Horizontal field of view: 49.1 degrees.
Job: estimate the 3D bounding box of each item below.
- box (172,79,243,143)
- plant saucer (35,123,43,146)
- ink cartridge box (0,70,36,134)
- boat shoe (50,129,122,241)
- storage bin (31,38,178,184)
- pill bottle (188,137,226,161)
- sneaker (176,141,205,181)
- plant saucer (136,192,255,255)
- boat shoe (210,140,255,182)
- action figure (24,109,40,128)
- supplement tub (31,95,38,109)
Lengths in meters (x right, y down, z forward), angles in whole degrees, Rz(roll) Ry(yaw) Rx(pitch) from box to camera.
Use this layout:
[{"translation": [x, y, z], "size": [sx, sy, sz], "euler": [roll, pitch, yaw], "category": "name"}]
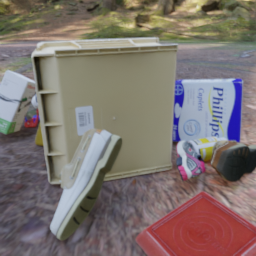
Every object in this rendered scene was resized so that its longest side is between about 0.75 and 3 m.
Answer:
[{"translation": [2.245, -0.498, 8.032], "size": [1.887, 1.736, 0.990], "euler": [2, 12, 20], "category": "box"}, {"translation": [-1.059, -0.704, 8.176], "size": [0.703, 2.904, 2.903], "euler": [43, 39, 18], "category": "plant saucer"}, {"translation": [-3.505, -0.771, 8.555], "size": [0.723, 1.714, 1.252], "euler": [24, 4, -5], "category": "ink cartridge box"}, {"translation": [-0.843, 0.931, 4.986], "size": [0.684, 0.748, 2.001], "euler": [23, 68, 17], "category": "boat shoe"}, {"translation": [-0.482, -0.413, 6.439], "size": [2.959, 2.981, 1.397], "euler": [-7, 24, -16], "category": "storage bin"}, {"translation": [2.059, 0.535, 7.243], "size": [1.036, 0.576, 0.576], "euler": [-9, 23, -17], "category": "pill bottle"}, {"translation": [1.420, 0.712, 6.327], "size": [0.541, 0.584, 1.450], "euler": [-17, 19, 15], "category": "sneaker"}, {"translation": [1.129, 1.652, 4.227], "size": [1.583, 0.291, 1.580], "euler": [-25, 30, -22], "category": "plant saucer"}, {"translation": [2.276, 0.662, 6.281], "size": [0.805, 0.825, 2.180], "euler": [23, 9, 37], "category": "boat shoe"}, {"translation": [-3.248, -0.486, 9.776], "size": [0.476, 0.722, 1.459], "euler": [0, 24, 10], "category": "action figure"}, {"translation": [-3.256, -1.116, 10.864], "size": [0.838, 0.588, 0.588], "euler": [-21, 12, 25], "category": "supplement tub"}]
